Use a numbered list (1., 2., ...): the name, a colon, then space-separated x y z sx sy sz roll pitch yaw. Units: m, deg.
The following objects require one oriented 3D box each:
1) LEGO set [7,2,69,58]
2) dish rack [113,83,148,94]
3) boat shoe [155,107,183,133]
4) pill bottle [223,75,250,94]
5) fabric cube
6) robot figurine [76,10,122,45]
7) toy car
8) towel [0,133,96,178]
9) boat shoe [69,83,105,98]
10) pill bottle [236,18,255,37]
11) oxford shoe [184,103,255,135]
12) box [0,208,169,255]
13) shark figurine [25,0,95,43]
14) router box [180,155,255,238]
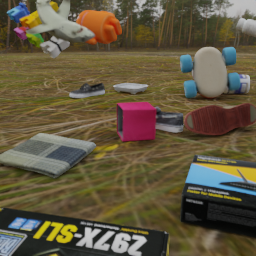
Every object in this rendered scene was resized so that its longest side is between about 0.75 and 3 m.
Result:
1. LEGO set: -2.727 -3.321 8.765 1.180 1.097 2.875 -40 48 -17
2. dish rack: 0.132 -2.009 14.269 1.489 0.324 1.278 14 24 35
3. boat shoe: 0.810 -0.352 8.791 1.935 0.656 0.694 12 22 32
4. pill bottle: 5.100 -2.156 13.802 1.511 0.904 0.904 2 19 7
5. fabric cube: 0.207 -0.207 7.969 0.927 0.912 0.930 -4 18 -12
6. robot figurine: -1.134 -3.665 10.166 1.815 1.305 1.058 22 14 28
7. toy car: 3.766 -2.494 13.467 2.361 2.265 2.561 -9 0 7
8. towel: -1.896 0.621 6.633 1.729 0.299 1.665 10 24 21
9. boat shoe: -1.912 -1.819 13.240 1.839 0.609 0.643 -12 22 -31
10. pill bottle: 3.904 -3.211 8.942 0.772 0.442 0.442 31 31 25
11. oxford shoe: 2.680 -0.214 8.501 2.468 0.869 0.923 -5 -4 -19
12. box: -0.832 1.697 2.847 2.353 0.581 1.879 4 17 13
13. shark figurine: -2.006 -3.009 7.596 1.562 2.614 1.091 -20 -23 -7
14. router box: 2.055 1.102 4.619 2.142 0.547 1.598 6 20 18
